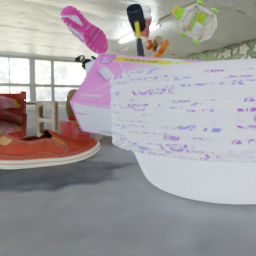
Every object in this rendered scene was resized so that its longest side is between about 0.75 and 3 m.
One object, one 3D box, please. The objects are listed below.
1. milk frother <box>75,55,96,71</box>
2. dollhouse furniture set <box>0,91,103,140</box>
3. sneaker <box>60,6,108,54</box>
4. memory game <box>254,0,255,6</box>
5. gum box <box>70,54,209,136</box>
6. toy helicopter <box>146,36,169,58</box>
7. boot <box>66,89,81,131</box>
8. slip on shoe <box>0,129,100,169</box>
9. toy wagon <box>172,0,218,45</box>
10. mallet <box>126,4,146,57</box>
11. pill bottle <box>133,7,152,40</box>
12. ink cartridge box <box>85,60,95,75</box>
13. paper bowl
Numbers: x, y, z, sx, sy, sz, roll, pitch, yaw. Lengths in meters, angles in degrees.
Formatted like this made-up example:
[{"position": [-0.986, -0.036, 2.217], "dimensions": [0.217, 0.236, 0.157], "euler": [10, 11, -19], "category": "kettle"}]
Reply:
[{"position": [-1.416, -2.193, 9.910], "dimensions": [0.751, 0.678, 0.706], "euler": [-15, 43, -37], "category": "milk frother"}, {"position": [-1.784, -0.229, 5.401], "dimensions": [2.473, 1.006, 1.331], "euler": [0, 6, 3], "category": "dollhouse furniture set"}, {"position": [-1.717, -3.919, 11.327], "dimensions": [2.256, 0.918, 0.995], "euler": [45, 2, -20], "category": "sneaker"}, {"position": [4.225, -2.782, 7.570], "dimensions": [0.163, 2.561, 2.561], "euler": [-36, -5, 17], "category": "memory game"}, {"position": [0.405, -0.514, 4.851], "dimensions": [2.377, 0.786, 1.349], "euler": [9, 52, 17], "category": "gum box"}, {"position": [1.180, -2.815, 11.158], "dimensions": [0.671, 1.701, 1.125], "euler": [3, -1, -17], "category": "toy helicopter"}, {"position": [-0.225, -0.534, 7.748], "dimensions": [2.204, 1.088, 2.838], "euler": [-9, 13, -43], "category": "boot"}, {"position": [-0.974, 0.235, 3.686], "dimensions": [1.435, 0.439, 0.531], "euler": [-3, 5, -41], "category": "slip on shoe"}, {"position": [2.420, -3.985, 10.367], "dimensions": [1.732, 1.344, 0.343], "euler": [26, 19, -7], "category": "toy wagon"}, {"position": [0.295, -2.210, 7.168], "dimensions": [0.444, 2.159, 0.711], "euler": [-11, -28, 10], "category": "mallet"}, {"position": [0.620, -4.369, 11.715], "dimensions": [0.687, 1.225, 0.687], "euler": [8, 20, -3], "category": "pill bottle"}, {"position": [-0.570, -1.178, 9.457], "dimensions": [1.506, 2.084, 0.882], "euler": [-3, 7, -31], "category": "ink cartridge box"}, {"position": [0.873, 0.000, 2.687], "dimensions": [2.087, 1.085, 2.087], "euler": [0, 6, 0], "category": "paper bowl"}]
